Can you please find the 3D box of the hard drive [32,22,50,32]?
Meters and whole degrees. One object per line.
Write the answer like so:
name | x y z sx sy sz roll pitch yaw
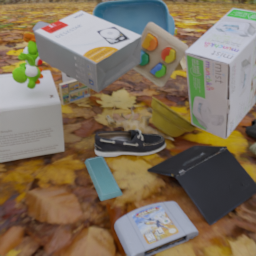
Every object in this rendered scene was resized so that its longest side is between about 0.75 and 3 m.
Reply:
hard drive | -2.341 -3.376 10.969 2.446 0.518 1.650 20 4 -8

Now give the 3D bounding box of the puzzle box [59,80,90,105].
puzzle box | -2.450 -1.737 13.005 1.518 1.010 0.193 -25 39 -34

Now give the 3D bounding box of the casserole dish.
casserole dish | 0.141 -3.364 9.437 2.968 1.798 0.576 4 30 19

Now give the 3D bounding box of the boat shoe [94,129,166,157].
boat shoe | 0.084 0.424 9.640 2.516 0.759 0.929 -3 28 -6

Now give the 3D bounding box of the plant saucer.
plant saucer | -0.793 1.453 8.535 0.657 0.178 1.879 -11 32 -18

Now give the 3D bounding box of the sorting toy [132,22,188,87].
sorting toy | 0.781 -2.022 7.941 1.316 1.422 0.259 34 34 2

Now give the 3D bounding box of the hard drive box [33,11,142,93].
hard drive box | -0.965 -1.946 6.859 2.063 0.792 1.607 30 52 25

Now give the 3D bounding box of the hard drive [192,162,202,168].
hard drive | 2.661 1.128 9.017 1.188 0.225 0.830 10 33 15

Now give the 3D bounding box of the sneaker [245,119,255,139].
sneaker | 5.248 -0.133 10.661 1.984 0.753 0.901 -20 31 -32

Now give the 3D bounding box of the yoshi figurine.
yoshi figurine | -3.022 -1.948 8.236 0.879 1.571 0.883 6 4 28

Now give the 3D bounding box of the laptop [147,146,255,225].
laptop | 2.177 1.521 8.389 2.137 1.323 2.282 -22 9 -28

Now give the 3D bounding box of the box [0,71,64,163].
box | -3.620 -0.471 9.601 2.430 2.092 2.442 -9 39 -18

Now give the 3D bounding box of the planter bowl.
planter bowl | 1.500 -0.246 10.340 2.044 0.851 2.044 32 10 -6

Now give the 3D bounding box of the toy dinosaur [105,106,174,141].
toy dinosaur | 0.525 -0.064 10.749 2.748 0.800 1.390 15 51 14

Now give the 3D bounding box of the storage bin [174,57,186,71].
storage bin | 2.091 -2.998 12.534 0.414 0.878 0.884 -43 27 -29

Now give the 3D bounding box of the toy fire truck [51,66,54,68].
toy fire truck | -2.588 -2.671 10.593 0.327 0.947 1.343 17 60 0

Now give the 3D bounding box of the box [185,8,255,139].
box | 2.672 -1.366 7.343 1.208 2.498 2.204 29 62 36

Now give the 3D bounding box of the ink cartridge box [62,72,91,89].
ink cartridge box | -2.453 -3.043 14.273 1.403 1.922 1.410 25 39 35

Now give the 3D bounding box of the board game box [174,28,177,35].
board game box | 0.907 -4.348 12.238 1.087 0.341 2.276 -27 40 -37

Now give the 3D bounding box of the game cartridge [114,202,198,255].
game cartridge | 0.630 2.411 6.801 1.775 0.369 1.182 -13 38 -20

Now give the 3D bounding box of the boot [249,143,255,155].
boot | 5.052 0.811 9.175 1.723 0.621 1.332 -12 32 -16
